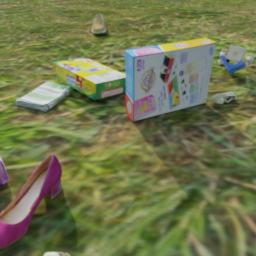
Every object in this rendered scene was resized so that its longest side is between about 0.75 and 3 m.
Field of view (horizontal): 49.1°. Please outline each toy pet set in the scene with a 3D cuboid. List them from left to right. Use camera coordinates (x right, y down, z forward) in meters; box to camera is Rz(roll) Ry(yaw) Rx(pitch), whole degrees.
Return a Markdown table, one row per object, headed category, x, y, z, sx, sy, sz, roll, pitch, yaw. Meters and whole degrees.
| category | x | y | z | sx | sy | sz | roll | pitch | yaw |
| --- | --- | --- | --- | --- | --- | --- | --- | --- | --- |
| toy pet set | 4.301 | -2.453 | 10.931 | 1.773 | 0.941 | 1.655 | 23 | 6 | 25 |

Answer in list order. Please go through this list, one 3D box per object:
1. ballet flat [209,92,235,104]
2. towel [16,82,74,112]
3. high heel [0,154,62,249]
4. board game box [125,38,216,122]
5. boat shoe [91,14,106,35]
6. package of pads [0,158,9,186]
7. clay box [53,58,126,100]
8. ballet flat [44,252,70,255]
| category | x | y | z | sx | sy | sz | roll | pitch | yaw |
| --- | --- | --- | --- | --- | --- | --- | --- | --- | --- |
| ballet flat | 3.026 | -0.934 | 8.936 | 0.990 | 0.344 | 0.344 | -16 | 38 | -24 |
| towel | -2.704 | -1.117 | 9.230 | 1.215 | 0.250 | 1.628 | 14 | 37 | 18 |
| high heel | -1.927 | 1.307 | 5.139 | 0.649 | 0.925 | 1.928 | 23 | 41 | 29 |
| board game box | 1.202 | -1.411 | 8.132 | 2.601 | 1.990 | 0.524 | -14 | 37 | -20 |
| boat shoe | -1.657 | -5.773 | 15.415 | 0.781 | 0.830 | 2.181 | -5 | 35 | -6 |
| package of pads | -3.538 | 0.674 | 6.232 | 1.155 | 0.725 | 1.917 | -24 | 41 | -26 |
| clay box | -1.372 | -1.804 | 9.780 | 1.478 | 0.612 | 2.573 | -20 | 38 | -39 |
| ballet flat | -1.405 | 2.166 | 4.381 | 1.019 | 0.384 | 0.346 | -13 | 38 | -19 |
